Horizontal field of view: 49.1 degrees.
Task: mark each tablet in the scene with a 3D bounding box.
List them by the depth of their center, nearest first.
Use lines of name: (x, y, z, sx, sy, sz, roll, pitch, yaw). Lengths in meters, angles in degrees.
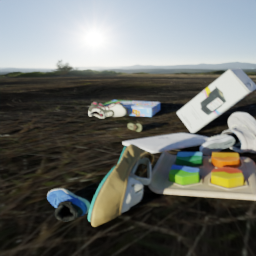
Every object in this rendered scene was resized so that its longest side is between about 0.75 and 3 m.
tablet: (1.358, 0.456, 9.425, 2.701, 0.184, 1.758, -6, 9, -30)

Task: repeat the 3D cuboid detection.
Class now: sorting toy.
sorting toy: (1.935, 1.043, 6.892, 2.539, 0.463, 2.350, 5, 15, 16)

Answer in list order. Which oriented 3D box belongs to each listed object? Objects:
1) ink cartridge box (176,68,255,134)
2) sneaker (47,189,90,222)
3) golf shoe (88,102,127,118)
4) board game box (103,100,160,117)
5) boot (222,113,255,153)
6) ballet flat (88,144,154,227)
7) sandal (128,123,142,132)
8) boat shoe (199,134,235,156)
ink cartridge box: (3.544, -1.106, 11.186, 2.667, 1.104, 1.944, -42, -12, 32)
sneaker: (-1.275, 1.467, 5.343, 1.001, 0.384, 0.557, 14, 10, 26)
golf shoe: (-1.031, -0.760, 14.095, 1.978, 0.763, 0.871, 4, 38, 14)
board game box: (0.151, -1.095, 15.413, 2.848, 0.521, 2.155, 5, 14, 17)
boot: (3.692, 0.102, 9.428, 1.171, 0.901, 2.450, 0, 21, -9)
ballet flat: (0.021, 1.053, 5.715, 0.831, 0.905, 2.636, 14, 26, 9)
sandal: (0.251, -0.007, 11.473, 0.234, 0.325, 0.819, -11, 11, -44)
boat shoe: (2.715, 0.515, 8.811, 1.308, 0.481, 0.437, -10, 29, -24)
